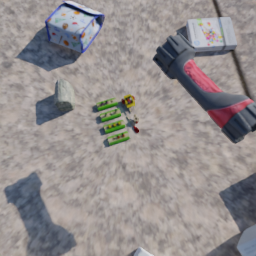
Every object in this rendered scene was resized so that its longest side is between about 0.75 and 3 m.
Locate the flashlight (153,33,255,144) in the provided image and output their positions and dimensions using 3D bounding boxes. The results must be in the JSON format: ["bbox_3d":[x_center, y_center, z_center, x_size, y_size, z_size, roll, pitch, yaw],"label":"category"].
[{"bbox_3d":[1.488,-0.817,5.212,0.789,0.792,2.331,-27,69,-24],"label":"flashlight"}]

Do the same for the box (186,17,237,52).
[{"bbox_3d":[2.718,-3.073,9.206,1.444,0.297,1.126,-4,70,-1],"label":"box"}]

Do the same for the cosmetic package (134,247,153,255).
[{"bbox_3d":[0.953,3.644,6.442,2.032,1.033,0.752,33,74,10],"label":"cosmetic package"}]

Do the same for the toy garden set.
[{"bbox_3d":[-0.206,-0.324,8.236,1.153,0.276,1.383,-18,71,-6],"label":"toy garden set"}]

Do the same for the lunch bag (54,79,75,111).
[{"bbox_3d":[-1.898,-0.966,8.262,0.545,0.656,0.782,-6,71,-2],"label":"lunch bag"}]

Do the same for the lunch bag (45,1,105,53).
[{"bbox_3d":[-1.656,-3.383,8.989,1.338,0.974,1.574,24,58,8],"label":"lunch bag"}]

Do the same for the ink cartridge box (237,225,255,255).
[{"bbox_3d":[4.108,3.221,6.053,1.986,1.140,2.734,-41,72,26],"label":"ink cartridge box"}]
